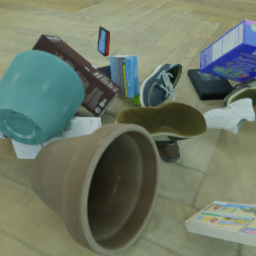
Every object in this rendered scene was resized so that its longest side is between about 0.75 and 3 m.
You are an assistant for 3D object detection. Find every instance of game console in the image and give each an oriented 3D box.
[{"bbox_3d":[-0.919,-3.195,10.360,0.162,0.925,1.046,-8,32,-22],"label":"game console"}]

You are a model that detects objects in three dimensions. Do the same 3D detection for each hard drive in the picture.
[{"bbox_3d":[3.166,-1.717,10.768,1.327,0.313,1.902,-3,38,-4],"label":"hard drive"}]

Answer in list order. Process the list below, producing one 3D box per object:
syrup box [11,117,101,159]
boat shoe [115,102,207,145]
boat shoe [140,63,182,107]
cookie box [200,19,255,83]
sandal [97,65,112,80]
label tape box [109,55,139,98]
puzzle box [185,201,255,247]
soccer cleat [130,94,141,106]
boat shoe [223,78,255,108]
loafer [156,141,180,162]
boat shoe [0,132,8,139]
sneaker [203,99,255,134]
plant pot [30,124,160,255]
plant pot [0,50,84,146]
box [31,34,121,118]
[{"bbox_3d":[-1.901,0.286,7.780,2.269,0.924,0.893,2,41,1],"label":"syrup box"},{"bbox_3d":[0.822,-0.064,7.375,2.770,0.898,1.014,1,67,-28],"label":"boat shoe"},{"bbox_3d":[1.159,-1.371,9.209,0.783,0.948,2.533,-8,29,35],"label":"boat shoe"},{"bbox_3d":[3.986,-2.505,9.607,2.040,2.385,0.896,8,77,-18],"label":"cookie box"},{"bbox_3d":[-1.493,-1.861,10.613,2.416,0.517,0.919,-4,81,-13],"label":"sandal"},{"bbox_3d":[-0.024,-1.806,9.639,0.602,1.305,1.821,-12,19,-23],"label":"label tape box"},{"bbox_3d":[2.109,1.822,5.518,1.141,0.218,1.716,-19,4,-37],"label":"puzzle box"},{"bbox_3d":[0.522,-0.923,9.793,0.461,0.384,1.137,13,10,-45],"label":"soccer cleat"},{"bbox_3d":[3.994,-1.136,9.672,2.526,0.903,0.830,-24,34,-31],"label":"boat shoe"},{"bbox_3d":[0.980,0.147,8.160,0.687,0.668,1.882,-15,41,-18],"label":"loafer"},{"bbox_3d":[-2.619,-0.401,8.712,0.948,1.001,2.863,32,43,22],"label":"boat shoe"},{"bbox_3d":[2.859,-0.183,8.273,0.684,1.757,0.873,6,64,-56],"label":"sneaker"},{"bbox_3d":[-0.845,1.051,5.951,2.184,2.504,2.504,8,36,36],"label":"plant pot"},{"bbox_3d":[-2.232,-0.548,6.671,1.974,1.974,1.584,8,50,10],"label":"plant pot"},{"bbox_3d":[-1.606,-1.647,8.795,2.765,1.036,1.385,37,16,-6],"label":"box"}]
